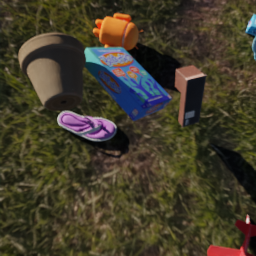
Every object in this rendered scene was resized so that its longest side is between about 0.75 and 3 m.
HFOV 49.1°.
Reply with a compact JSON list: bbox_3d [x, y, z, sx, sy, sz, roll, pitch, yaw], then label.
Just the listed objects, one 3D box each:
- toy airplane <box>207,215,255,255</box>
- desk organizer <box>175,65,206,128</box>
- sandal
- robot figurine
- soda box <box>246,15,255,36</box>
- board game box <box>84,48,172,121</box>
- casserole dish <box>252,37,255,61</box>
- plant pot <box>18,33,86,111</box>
[{"bbox_3d":[4.287,4.476,10.256,2.494,0.459,2.494,0,77,-2],"label":"toy airplane"},{"bbox_3d":[1.851,-0.955,8.683,0.642,1.791,0.690,-17,44,-14],"label":"desk organizer"},{"bbox_3d":[-1.701,-0.069,11.295,2.442,0.600,0.994,12,76,3],"label":"sandal"},{"bbox_3d":[-0.438,-3.999,11.990,2.018,1.177,1.451,16,55,5],"label":"robot figurine"},{"bbox_3d":[6.240,-4.300,12.349,1.811,0.581,0.614,20,77,6],"label":"soda box"},{"bbox_3d":[-0.024,-1.602,9.472,2.739,2.083,0.616,47,124,12],"label":"board game box"},{"bbox_3d":[6.619,-3.485,11.815,2.834,0.550,1.716,5,116,1],"label":"casserole dish"},{"bbox_3d":[-2.046,-1.443,8.130,1.942,1.942,1.694,-15,73,-4],"label":"plant pot"}]
